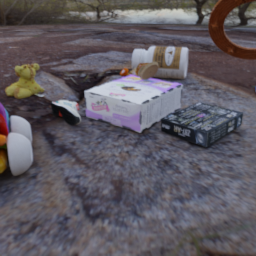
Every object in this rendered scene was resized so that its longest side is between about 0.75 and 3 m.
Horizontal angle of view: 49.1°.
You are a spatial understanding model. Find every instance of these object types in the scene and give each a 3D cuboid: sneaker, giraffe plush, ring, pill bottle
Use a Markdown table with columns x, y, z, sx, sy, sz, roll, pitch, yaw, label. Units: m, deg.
| x | y | z | sx | sy | sz | roll | pitch | yaw | label |
| --- | --- | --- | --- | --- | --- | --- | --- | --- | --- |
| -2.045 | -0.653 | 10.021 | 0.842 | 0.634 | 1.801 | -25 | 32 | -33 | sneaker |
| -4.517 | -2.128 | 12.297 | 1.682 | 1.364 | 1.451 | 5 | 26 | 11 | giraffe plush |
| 3.435 | -2.707 | 7.626 | 2.496 | 2.496 | 0.239 | 10 | 63 | 20 | ring |
| 1.697 | -3.497 | 14.917 | 2.810 | 1.607 | 1.607 | 7 | 26 | 15 | pill bottle |

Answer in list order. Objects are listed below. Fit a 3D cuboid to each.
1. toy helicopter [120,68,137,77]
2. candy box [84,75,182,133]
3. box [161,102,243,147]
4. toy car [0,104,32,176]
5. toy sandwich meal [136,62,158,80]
| x | y | z | sx | sy | sz | roll | pitch | yaw | label |
| --- | --- | --- | --- | --- | --- | --- | --- | --- | --- |
| 0.371 | -2.384 | 13.005 | 1.896 | 0.748 | 1.254 | -22 | 40 | 39 | toy helicopter |
| 0.252 | -1.030 | 10.358 | 2.422 | 1.033 | 2.887 | 17 | 30 | 32 | candy box |
| 2.405 | -0.206 | 9.101 | 2.161 | 0.470 | 1.731 | -23 | 31 | -39 | box |
| -3.601 | 0.129 | 6.909 | 2.198 | 1.884 | 2.512 | -8 | 27 | -16 | toy car |
| 0.723 | -2.207 | 10.657 | 0.959 | 0.959 | 0.328 | -18 | 58 | -33 | toy sandwich meal |
